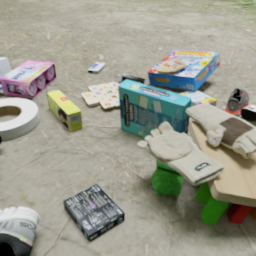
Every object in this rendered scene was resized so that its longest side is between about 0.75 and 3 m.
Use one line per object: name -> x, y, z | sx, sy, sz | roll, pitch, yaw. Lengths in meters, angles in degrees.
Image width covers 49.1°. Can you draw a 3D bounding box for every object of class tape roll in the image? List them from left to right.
tape roll -> -4.522, -0.361, 10.290 | 2.425, 0.443, 2.425 | -1, 34, 0

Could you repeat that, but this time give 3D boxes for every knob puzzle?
knob puzzle -> 1.859, -2.663, 12.393 | 1.340, 0.186, 1.340 | -11, 36, 8

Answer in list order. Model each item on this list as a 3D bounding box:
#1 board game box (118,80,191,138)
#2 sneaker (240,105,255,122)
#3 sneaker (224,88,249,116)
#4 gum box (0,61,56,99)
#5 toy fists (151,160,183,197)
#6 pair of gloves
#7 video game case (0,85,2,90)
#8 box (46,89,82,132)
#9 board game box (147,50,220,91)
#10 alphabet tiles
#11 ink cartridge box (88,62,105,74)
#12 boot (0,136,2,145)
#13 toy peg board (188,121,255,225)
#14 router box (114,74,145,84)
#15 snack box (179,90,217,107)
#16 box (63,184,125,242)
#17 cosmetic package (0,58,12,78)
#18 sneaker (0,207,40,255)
board game box -> 0.809, -0.422, 9.133 | 2.357, 1.779, 0.553 | 21, 43, 29
sneaker -> 5.080, -0.450, 10.271 | 0.805, 0.606, 1.721 | -31, 41, -30
sneaker -> 4.485, -1.238, 11.259 | 0.791, 0.841, 2.053 | 16, 37, 23
gum box -> -4.501, -2.236, 12.788 | 1.407, 0.820, 2.479 | 7, 34, 11
toy fists -> 1.096, 1.280, 7.744 | 0.806, 0.544, 1.581 | 15, 34, 9
pair of gloves -> 1.850, 0.304, 6.972 | 2.739, 0.480, 2.329 | -25, 36, -25
video game case -> -6.360, -1.554, 12.106 | 1.678, 0.149, 1.201 | 1, 32, 20
box -> -2.422, -0.704, 10.518 | 0.528, 0.793, 2.106 | -20, 37, -27
board game box -> 2.575, -2.741, 12.959 | 2.442, 0.682, 2.391 | 16, 47, 38
alphabet tiles -> -0.746, -1.422, 12.127 | 2.397, 0.175, 2.344 | -13, 33, -20
ink cartridge box -> -1.636, -3.162, 14.766 | 0.551, 0.216, 1.164 | 9, 37, 15
boot -> -4.374, 0.984, 7.874 | 1.681, 0.846, 2.249 | 28, 43, 35
toy peg board -> 2.913, 1.332, 7.274 | 2.735, 1.343, 2.746 | 12, 32, -9
router box -> 0.085, -2.261, 13.142 | 1.173, 0.299, 0.875 | 22, 24, 29
snack box -> 2.845, -1.139, 11.557 | 0.917, 0.342, 1.289 | -19, 37, -28
box -> -0.846, 2.017, 6.837 | 1.012, 0.275, 1.263 | -24, 40, -31
cosmetic package -> -6.518, -2.624, 13.020 | 1.524, 0.937, 1.519 | 7, 31, 38
sneaker -> -3.136, 2.453, 5.501 | 2.741, 1.011, 1.199 | -11, 37, -13
